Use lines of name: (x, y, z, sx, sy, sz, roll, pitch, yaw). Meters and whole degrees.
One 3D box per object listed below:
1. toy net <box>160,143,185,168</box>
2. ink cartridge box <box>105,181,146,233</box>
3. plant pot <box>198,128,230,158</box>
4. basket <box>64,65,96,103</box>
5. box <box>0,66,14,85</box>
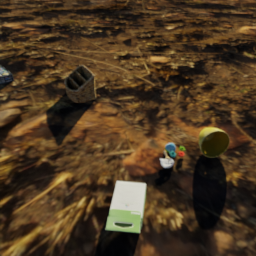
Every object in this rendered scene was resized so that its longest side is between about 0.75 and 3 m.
toy net: (1.198, 0.824, 7.753, 0.575, 0.212, 1.096, 25, 42, 9)
ink cartridge box: (-0.019, 1.796, 6.102, 0.703, 0.401, 1.354, 4, 34, 6)
plant pot: (2.338, 0.324, 7.941, 0.850, 0.850, 0.603, -6, 28, -8)
basket: (-1.913, -1.697, 10.725, 0.980, 1.023, 1.373, -17, 38, -23)
box: (-5.903, -2.139, 11.960, 1.560, 0.359, 1.240, -27, 42, -34)
